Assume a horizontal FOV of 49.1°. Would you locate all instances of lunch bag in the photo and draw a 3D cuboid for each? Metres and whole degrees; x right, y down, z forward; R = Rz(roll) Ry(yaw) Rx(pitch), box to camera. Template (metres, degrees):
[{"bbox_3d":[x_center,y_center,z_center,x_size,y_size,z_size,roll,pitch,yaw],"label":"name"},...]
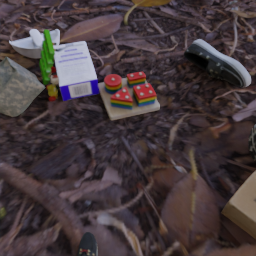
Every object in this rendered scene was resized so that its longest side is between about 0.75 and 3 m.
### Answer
[{"bbox_3d":[-3.462,-1.085,8.207,1.507,1.236,0.886,-46,64,5],"label":"lunch bag"}]

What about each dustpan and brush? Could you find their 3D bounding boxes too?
[{"bbox_3d":[-3.270,-3.093,10.540,1.979,0.811,2.836,-22,54,-18],"label":"dustpan and brush"}]

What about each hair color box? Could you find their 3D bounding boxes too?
[{"bbox_3d":[-1.852,-2.027,9.723,1.233,0.731,2.256,-12,53,-9],"label":"hair color box"}]

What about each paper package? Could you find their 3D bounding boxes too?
[{"bbox_3d":[3.078,1.851,6.536,1.186,0.644,1.244,37,59,27],"label":"paper package"}]

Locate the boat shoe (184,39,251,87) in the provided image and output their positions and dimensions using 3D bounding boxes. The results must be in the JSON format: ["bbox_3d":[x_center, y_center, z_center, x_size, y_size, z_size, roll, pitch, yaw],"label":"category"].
[{"bbox_3d":[3.052,-2.146,9.814,0.756,0.917,2.671,-38,56,-4],"label":"boat shoe"}]

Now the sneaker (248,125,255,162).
[{"bbox_3d":[3.948,0.794,7.464,0.857,0.777,2.018,-7,59,-16],"label":"sneaker"}]

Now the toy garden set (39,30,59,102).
[{"bbox_3d":[-2.368,-1.840,8.738,0.367,1.837,1.531,-10,74,-25],"label":"toy garden set"}]

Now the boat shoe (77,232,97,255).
[{"bbox_3d":[-0.894,2.766,5.974,0.413,0.354,1.129,1,49,2],"label":"boat shoe"}]

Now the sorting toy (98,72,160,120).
[{"bbox_3d":[-0.010,-1.173,9.060,1.636,0.573,1.646,-13,51,-12],"label":"sorting toy"}]
